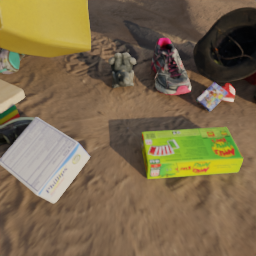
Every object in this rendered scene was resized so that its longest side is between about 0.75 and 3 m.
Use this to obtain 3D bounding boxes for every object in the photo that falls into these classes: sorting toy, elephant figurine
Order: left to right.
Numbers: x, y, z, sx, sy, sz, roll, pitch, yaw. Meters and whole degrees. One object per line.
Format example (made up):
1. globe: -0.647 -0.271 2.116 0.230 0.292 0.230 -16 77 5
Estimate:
1. sorting toy: -4.970 -0.459 8.169 2.810 0.984 2.827 23 47 24
2. elephant figurine: -0.207 -1.800 9.779 1.027 1.126 1.452 -20 63 29

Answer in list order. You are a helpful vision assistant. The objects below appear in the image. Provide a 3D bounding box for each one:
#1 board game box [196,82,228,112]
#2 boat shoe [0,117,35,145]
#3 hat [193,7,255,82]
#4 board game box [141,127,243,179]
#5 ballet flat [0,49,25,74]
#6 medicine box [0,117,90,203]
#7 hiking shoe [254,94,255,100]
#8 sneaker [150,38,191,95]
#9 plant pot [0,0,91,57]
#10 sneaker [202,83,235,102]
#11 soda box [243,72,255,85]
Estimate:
1. board game box: 2.687 -0.999 8.990 0.839 0.144 0.568 -43 70 -5
2. boat shoe: -3.330 0.198 7.790 1.728 0.633 0.560 -18 51 -8
3. hat: 3.788 -2.597 9.637 2.880 1.162 2.880 -16 59 29
4. board game box: 1.579 0.619 7.295 2.337 0.556 1.187 -4 42 -4
5. ballet flat: -4.673 -2.948 11.096 0.938 0.938 2.608 -3 41 -4
6. medicine box: -1.863 0.694 6.267 1.449 0.746 1.320 28 72 28
7. hiking shoe: 5.305 -1.519 9.193 2.366 1.191 0.896 -20 46 -20
8. sneaker: 1.427 -2.172 10.013 1.165 1.079 2.890 -8 43 -9
9. plant pot: -3.350 -3.948 9.503 2.821 2.839 2.904 6 15 43
10. sneaker: 3.014 -1.233 9.257 1.049 0.606 0.411 12 8 1
11. soda box: 4.292 -2.531 10.692 0.774 0.701 2.210 -22 46 -23
